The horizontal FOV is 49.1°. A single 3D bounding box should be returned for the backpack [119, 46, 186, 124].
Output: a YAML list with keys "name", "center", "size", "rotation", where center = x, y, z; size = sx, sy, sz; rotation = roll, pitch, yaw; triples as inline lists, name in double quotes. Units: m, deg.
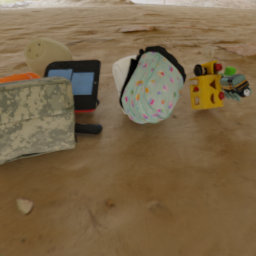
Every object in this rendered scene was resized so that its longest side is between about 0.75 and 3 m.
- name: "backpack"
  center: [0.910, -1.467, 10.336]
  size: [1.728, 2.278, 2.729]
  rotation: [-10, 46, 58]

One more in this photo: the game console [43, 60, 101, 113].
- name: "game console"
  center: [-2.386, -1.742, 11.477]
  size: [2.395, 0.420, 2.708]
  rotation: [-4, 58, 9]

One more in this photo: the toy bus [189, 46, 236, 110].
- name: "toy bus"
  center: [3.053, -1.813, 11.346]
  size: [1.189, 2.171, 2.301]
  rotation: [-10, 50, -27]

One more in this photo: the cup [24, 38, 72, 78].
- name: "cup"
  center: [-4.166, -3.521, 13.901]
  size: [2.275, 2.275, 1.627]
  rotation: [11, -8, 18]

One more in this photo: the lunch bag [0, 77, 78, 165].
- name: "lunch bag"
  center: [-3.039, -0.220, 8.517]
  size: [2.826, 2.370, 1.969]
  rotation: [-12, 16, -21]

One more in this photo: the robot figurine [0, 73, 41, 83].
- name: "robot figurine"
  center: [-4.551, -1.525, 11.746]
  size: [2.477, 1.444, 1.782]
  rotation: [-24, 19, -37]

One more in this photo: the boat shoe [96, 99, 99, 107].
- name: "boat shoe"
  center: [-2.166, -1.234, 11.933]
  size: [2.211, 0.825, 0.688]
  rotation: [19, 24, 27]

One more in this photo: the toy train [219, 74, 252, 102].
- name: "toy train"
  center: [3.616, -1.412, 9.547]
  size: [0.638, 0.853, 1.496]
  rotation: [-31, 12, 2]

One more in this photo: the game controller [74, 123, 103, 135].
- name: "game controller"
  center: [-1.735, 0.007, 10.247]
  size: [1.563, 0.329, 0.815]
  rotation: [5, 10, 8]

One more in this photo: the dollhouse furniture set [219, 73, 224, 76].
- name: "dollhouse furniture set"
  center: [3.820, -2.170, 12.853]
  size: [0.677, 0.884, 1.349]
  rotation: [22, 10, 3]

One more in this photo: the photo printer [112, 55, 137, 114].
- name: "photo printer"
  center: [0.358, -1.850, 11.542]
  size: [1.842, 2.214, 0.769]
  rotation: [-20, 9, -33]
